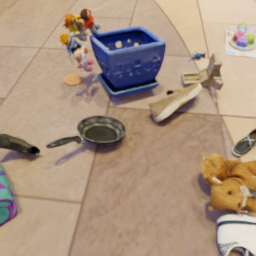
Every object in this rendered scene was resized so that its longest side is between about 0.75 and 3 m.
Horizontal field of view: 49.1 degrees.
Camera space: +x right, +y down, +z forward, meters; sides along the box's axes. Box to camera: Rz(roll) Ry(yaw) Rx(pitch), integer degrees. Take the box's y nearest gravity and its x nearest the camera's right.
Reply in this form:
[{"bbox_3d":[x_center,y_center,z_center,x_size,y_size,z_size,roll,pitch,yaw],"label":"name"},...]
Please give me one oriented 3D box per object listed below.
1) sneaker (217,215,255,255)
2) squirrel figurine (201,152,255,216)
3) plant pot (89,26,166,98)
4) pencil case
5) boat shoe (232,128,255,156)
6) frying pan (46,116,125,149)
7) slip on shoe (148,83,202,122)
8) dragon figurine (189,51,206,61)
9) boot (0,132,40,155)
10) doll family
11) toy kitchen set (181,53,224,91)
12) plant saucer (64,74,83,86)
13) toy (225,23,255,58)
[{"bbox_3d":[3.491,2.837,7.034,2.429,0.928,0.978,1,53,10],"label":"sneaker"},{"bbox_3d":[2.855,1.597,7.767,1.927,1.461,2.064,-13,27,-26],"label":"squirrel figurine"},{"bbox_3d":[-0.049,-2.648,11.456,2.398,2.156,2.398,-15,38,-16],"label":"plant pot"},{"bbox_3d":[-4.128,1.593,8.055,1.145,1.054,2.477,-11,42,-36],"label":"pencil case"},{"bbox_3d":[4.126,0.453,9.633,1.479,0.500,0.531,-29,53,-25],"label":"boat shoe"},{"bbox_3d":[-1.179,0.337,9.380,1.703,0.458,2.815,19,35,18],"label":"frying pan"},{"bbox_3d":[1.843,-1.194,10.873,2.588,0.984,0.784,-36,90,-23],"label":"slip on shoe"},{"bbox_3d":[3.436,-3.516,13.809,0.504,0.298,1.013,33,52,29],"label":"dragon figurine"},{"bbox_3d":[-3.611,0.530,8.914,0.992,0.555,1.434,17,4,31],"label":"boot"},{"bbox_3d":[-1.976,-3.346,10.589,1.132,1.559,2.512,5,82,16],"label":"doll family"},{"bbox_3d":[3.080,-2.106,11.577,1.359,1.506,1.229,-4,64,-2],"label":"toy kitchen set"},{"bbox_3d":[-2.460,-2.181,12.567,0.843,0.136,0.843,1,44,-1],"label":"plant saucer"},{"bbox_3d":[6.094,-4.807,14.850,1.692,0.694,2.938,9,45,10],"label":"toy"}]
